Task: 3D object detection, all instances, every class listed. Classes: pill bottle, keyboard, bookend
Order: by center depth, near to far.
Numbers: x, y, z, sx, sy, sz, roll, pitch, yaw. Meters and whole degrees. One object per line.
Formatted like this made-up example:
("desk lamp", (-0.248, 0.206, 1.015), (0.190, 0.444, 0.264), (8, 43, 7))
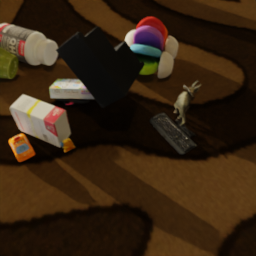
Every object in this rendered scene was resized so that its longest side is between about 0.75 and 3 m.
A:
("bookend", (-0.741, -2.195, 8.853), (1.017, 2.207, 2.193), (-23, 26, 35))
("keyboard", (1.689, 0.050, 10.145), (0.983, 0.374, 1.889), (-29, 59, -20))
("pill bottle", (-4.431, -3.570, 12.250), (2.564, 1.419, 1.419), (19, 55, 15))

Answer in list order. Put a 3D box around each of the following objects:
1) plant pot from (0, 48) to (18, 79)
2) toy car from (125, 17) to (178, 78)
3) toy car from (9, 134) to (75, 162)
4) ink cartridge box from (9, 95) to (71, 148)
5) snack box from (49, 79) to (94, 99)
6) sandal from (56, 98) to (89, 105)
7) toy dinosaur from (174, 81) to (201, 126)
("plant pot", (-5.505, -2.723, 11.708), (1.493, 1.551, 1.551), (17, 53, -4))
("toy car", (0.877, -3.495, 11.819), (2.356, 2.019, 2.692), (14, 54, 9))
("toy car", (-3.029, 0.409, 9.637), (2.184, 0.727, 1.071), (-14, 54, -9))
("ink cartridge box", (-3.024, -0.247, 9.764), (1.791, 1.300, 0.747), (20, 53, 15))
("snack box", (-2.083, -1.540, 11.029), (1.702, 0.451, 1.211), (1, 25, 2))
("sandal", (-2.184, -1.042, 10.932), (1.467, 0.331, 0.551), (11, 32, 21))
("toy dinosaur", (2.035, -0.913, 10.474), (0.739, 0.982, 1.919), (22, 52, 16))
